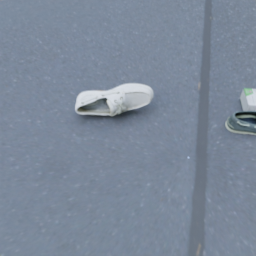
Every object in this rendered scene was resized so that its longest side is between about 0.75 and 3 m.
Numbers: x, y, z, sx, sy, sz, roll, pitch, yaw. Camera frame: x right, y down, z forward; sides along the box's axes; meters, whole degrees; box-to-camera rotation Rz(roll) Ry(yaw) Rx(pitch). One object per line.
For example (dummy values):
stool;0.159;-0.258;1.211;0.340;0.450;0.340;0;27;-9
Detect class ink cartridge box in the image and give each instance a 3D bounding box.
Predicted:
ink cartridge box;4.969;-0.935;10.405;1.321;0.557;0.965;3;48;3

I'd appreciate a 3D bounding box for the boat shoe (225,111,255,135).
boat shoe;4.636;-0.204;9.733;2.309;0.713;0.841;2;55;4

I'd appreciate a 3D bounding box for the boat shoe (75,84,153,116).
boat shoe;-0.501;-0.838;9.924;2.827;1.001;0.980;-8;34;9
